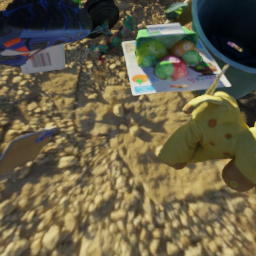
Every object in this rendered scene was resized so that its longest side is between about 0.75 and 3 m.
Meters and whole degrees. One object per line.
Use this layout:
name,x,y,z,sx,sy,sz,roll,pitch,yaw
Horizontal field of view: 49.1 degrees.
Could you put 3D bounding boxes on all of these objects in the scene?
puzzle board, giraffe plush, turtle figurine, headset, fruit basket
puzzle board,-1.576,0.329,4.257,0.089,0.768,1.019,42,22,7
giraffe plush,1.484,0.233,3.872,1.504,1.743,1.413,-33,65,-31
turtle figurine,-0.509,-2.336,7.425,1.503,0.757,1.125,-28,41,28
headset,-0.659,-3.711,8.059,1.396,2.970,1.834,-10,90,-39
fruit basket,0.713,-1.146,4.694,1.509,0.764,1.629,-5,39,-3

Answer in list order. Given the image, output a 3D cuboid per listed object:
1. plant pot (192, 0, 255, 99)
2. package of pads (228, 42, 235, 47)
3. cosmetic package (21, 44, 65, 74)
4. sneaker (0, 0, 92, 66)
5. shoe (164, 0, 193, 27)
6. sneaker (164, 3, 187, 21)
plant pot,2.668,-2.024,6.761,2.778,2.721,2.778,0,77,2
package of pads,3.025,-3.063,10.817,1.379,0.866,2.288,32,56,28
cosmetic package,-2.408,-2.413,7.842,1.123,0.789,2.214,-10,39,-8
sneaker,-1.914,-1.690,5.105,2.608,1.023,0.982,-6,64,5
shoe,1.545,-3.318,8.292,0.674,1.927,0.514,7,74,-21
sneaker,1.170,-2.873,6.915,0.801,0.339,0.298,-31,36,-31
